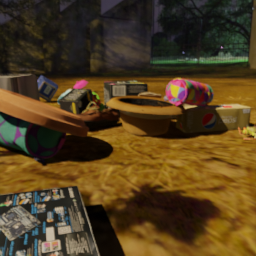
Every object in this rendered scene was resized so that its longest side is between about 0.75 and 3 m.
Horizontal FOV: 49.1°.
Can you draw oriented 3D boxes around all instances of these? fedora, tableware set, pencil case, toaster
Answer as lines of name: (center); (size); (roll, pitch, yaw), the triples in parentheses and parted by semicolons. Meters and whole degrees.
fedora: (0.551, -0.371, 9.188); (2.625, 1.071, 2.625); (3, 15, -1)
tableware set: (1.226, -0.798, 10.859); (1.901, 0.264, 2.276); (9, -16, -4)
pencil case: (-2.734, 0.079, 7.154); (2.586, 1.100, 1.195); (11, -25, 40)
pencil case: (1.985, -1.070, 8.965); (0.856, 0.856, 1.938); (12, 11, 42)
toaster: (-5.428, -1.284, 11.572); (2.700, 1.772, 2.986); (-1, 13, 2)

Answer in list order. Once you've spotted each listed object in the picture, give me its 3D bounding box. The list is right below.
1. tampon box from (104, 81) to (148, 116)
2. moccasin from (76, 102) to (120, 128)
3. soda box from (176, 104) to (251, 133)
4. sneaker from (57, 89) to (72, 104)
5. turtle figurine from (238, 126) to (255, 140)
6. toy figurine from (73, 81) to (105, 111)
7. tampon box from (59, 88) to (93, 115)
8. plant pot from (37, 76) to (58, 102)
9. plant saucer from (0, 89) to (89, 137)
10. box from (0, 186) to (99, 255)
tampon box: (-0.167, -1.389, 12.827); (1.681, 1.416, 2.242); (-3, 13, -11)
moccasin: (-1.172, -0.454, 9.811); (2.031, 0.784, 0.743); (-10, -9, -36)
soda box: (2.941, -0.353, 9.747); (2.445, 0.783, 0.828); (-3, 14, -14)
sneaker: (-3.317, -1.575, 14.924); (0.967, 0.872, 2.360); (-10, 10, -19)
turtle figurine: (3.942, 0.108, 8.645); (0.941, 0.376, 1.167); (1, 13, 3)
toy figurine: (-1.788, -1.393, 12.109); (1.524, 1.403, 1.144); (33, 71, 21)
tampon box: (-1.992, -0.878, 10.932); (0.798, 0.947, 1.264); (6, 31, 16)
plant pot: (-4.799, -2.233, 16.291); (1.187, 1.187, 1.067); (32, 1, -27)
plant saucer: (-2.282, -0.432, 7.133); (2.733, 0.441, 2.733); (21, 1, 0)
box: (-1.202, 1.306, 3.331); (1.457, 0.422, 1.833); (-4, 14, -17)
